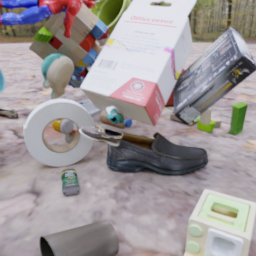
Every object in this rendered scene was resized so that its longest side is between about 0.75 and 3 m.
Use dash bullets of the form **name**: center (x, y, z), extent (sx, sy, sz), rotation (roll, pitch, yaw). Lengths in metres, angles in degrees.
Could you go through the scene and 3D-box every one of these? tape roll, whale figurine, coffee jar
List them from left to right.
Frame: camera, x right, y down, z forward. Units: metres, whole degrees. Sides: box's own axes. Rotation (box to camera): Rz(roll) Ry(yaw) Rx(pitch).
- **whale figurine**: center (-2.121, -1.502, 8.183), extent (0.746, 1.438, 1.144), rotation (34, 50, 14)
- **tape roll**: center (-1.768, 0.146, 7.333), extent (1.841, 1.841, 0.336), rotation (-8, 24, -19)
- **coffee jar**: center (-1.366, 1.255, 6.565), extent (0.397, 0.325, 0.762), rotation (-6, 22, -15)

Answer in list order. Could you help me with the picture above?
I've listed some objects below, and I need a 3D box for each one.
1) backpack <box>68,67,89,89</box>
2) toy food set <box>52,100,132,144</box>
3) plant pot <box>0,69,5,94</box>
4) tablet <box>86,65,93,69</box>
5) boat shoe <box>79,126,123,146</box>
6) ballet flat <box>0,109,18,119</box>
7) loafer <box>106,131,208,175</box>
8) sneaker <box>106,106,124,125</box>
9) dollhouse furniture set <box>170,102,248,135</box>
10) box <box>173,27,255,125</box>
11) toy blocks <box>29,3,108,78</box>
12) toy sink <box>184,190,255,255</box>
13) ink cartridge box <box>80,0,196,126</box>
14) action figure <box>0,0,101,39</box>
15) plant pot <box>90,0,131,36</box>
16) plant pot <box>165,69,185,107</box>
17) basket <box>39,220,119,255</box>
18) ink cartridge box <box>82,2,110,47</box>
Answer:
- **backpack**: center (-2.070, -1.939, 10.363), extent (1.159, 0.780, 1.058), rotation (3, -15, 9)
- **toy food set**: center (-0.844, -0.161, 8.770), extent (1.256, 1.333, 2.792), rotation (16, 28, 35)
- **plant pot**: center (-4.189, -1.169, 7.160), extent (1.376, 1.405, 1.405), rotation (-25, 15, 18)
- **tablet**: center (-2.364, -3.462, 12.379), extent (1.660, 2.551, 0.174), rotation (-28, 54, -6)
- **boat shoe**: center (-0.459, 0.095, 4.897), extent (0.794, 0.236, 0.285), rotation (20, 28, -27)
- **ballet flat**: center (-5.090, -0.668, 11.349), extent (1.625, 0.377, 0.547), rotation (12, 24, 27)
- **loafer**: center (0.771, 0.601, 7.322), extent (2.703, 0.977, 0.984), rotation (0, 21, -2)
- **sneaker**: center (-0.299, -0.218, 6.193), extent (0.302, 0.310, 0.778), rotation (-11, -19, 18)
- **dollhouse furniture set**: center (2.877, -0.608, 10.318), extent (1.331, 1.028, 2.663), rotation (-18, 28, -39)
- **box**: center (1.784, -1.139, 6.194), extent (0.451, 1.865, 1.477), rotation (34, 36, -18)
- **toy blocks**: center (-1.607, -2.494, 8.303), extent (2.677, 1.830, 1.338), rotation (-33, 27, 40)
- **toy sink**: center (1.501, 1.768, 4.599), extent (0.944, 0.811, 1.448), rotation (12, 24, 27)
- **ink cartridge box**: center (0.398, -1.712, 6.663), extent (1.728, 1.001, 2.967), rotation (19, 72, 27)
- **action figure**: center (-1.885, -2.702, 6.767), extent (2.967, 0.968, 1.469), rotation (-8, -12, 14)
- **plant pot**: center (-0.262, -3.770, 9.748), extent (1.669, 1.669, 1.535), rotation (20, 0, 41)
- **plant pot**: center (1.606, -2.062, 12.930), extent (1.825, 2.069, 2.070), rotation (16, 24, 9)
- **basket**: center (-0.730, 1.920, 4.426), extent (1.053, 0.716, 0.949), rotation (-10, 18, -33)
- **ink cartridge box**: center (-1.355, -4.472, 11.796), extent (0.688, 1.508, 1.831), rotation (-29, -4, -1)
